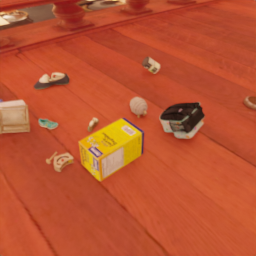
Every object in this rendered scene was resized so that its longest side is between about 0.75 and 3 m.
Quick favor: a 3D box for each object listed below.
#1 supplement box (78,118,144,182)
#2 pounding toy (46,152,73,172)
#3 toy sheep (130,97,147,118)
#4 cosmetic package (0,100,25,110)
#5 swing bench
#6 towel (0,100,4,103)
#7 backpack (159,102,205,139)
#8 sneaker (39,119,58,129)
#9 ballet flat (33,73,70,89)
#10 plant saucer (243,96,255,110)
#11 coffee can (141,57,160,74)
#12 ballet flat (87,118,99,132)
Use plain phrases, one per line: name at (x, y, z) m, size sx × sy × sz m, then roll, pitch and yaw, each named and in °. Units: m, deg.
supplement box at (-0.542, 0.700, 9.760) m, size 2.033 × 1.106 × 1.113 m, roll -29°, pitch 48°, yaw -31°
pounding toy at (-2.331, 1.144, 9.663) m, size 0.891 × 0.511 × 0.510 m, roll -17°, pitch 52°, yaw -25°
toy sheep at (0.464, -0.893, 11.991) m, size 0.779 × 0.779 × 1.130 m, roll -25°, pitch 48°, yaw -28°
cosmetic package at (-4.931, -0.814, 11.934) m, size 0.976 × 0.551 × 0.396 m, roll -10°, pitch 40°, yaw -36°
swing bench at (-4.413, -0.309, 10.767) m, size 1.135 × 1.141 × 0.740 m, roll -3°, pitch 70°, yaw -19°
towel at (-6.346, -0.352, 11.720) m, size 1.877 × 0.304 × 2.556 m, roll -6°, pitch 39°, yaw -6°
backpack at (2.041, -0.319, 10.843) m, size 1.541 × 1.182 × 1.355 m, roll 11°, pitch 47°, yaw 45°
sneaker at (-3.285, -0.180, 11.460) m, size 0.844 × 0.336 × 0.327 m, roll 9°, pitch 47°, yaw 12°
ballet flat at (-3.854, -2.411, 14.003) m, size 1.822 × 0.666 × 0.666 m, roll -13°, pitch 41°, yaw -15°
plant saucer at (5.759, -1.169, 12.733) m, size 0.965 × 0.177 × 0.965 m, roll 5°, pitch 41°, yaw -5°
coffee can at (1.197, -3.316, 14.798) m, size 0.793 × 0.580 × 0.580 m, roll 27°, pitch 30°, yaw -27°
ballet flat at (-1.435, -0.206, 11.519) m, size 0.294 × 0.313 × 0.866 m, roll 18°, pitch 42°, yaw 15°
